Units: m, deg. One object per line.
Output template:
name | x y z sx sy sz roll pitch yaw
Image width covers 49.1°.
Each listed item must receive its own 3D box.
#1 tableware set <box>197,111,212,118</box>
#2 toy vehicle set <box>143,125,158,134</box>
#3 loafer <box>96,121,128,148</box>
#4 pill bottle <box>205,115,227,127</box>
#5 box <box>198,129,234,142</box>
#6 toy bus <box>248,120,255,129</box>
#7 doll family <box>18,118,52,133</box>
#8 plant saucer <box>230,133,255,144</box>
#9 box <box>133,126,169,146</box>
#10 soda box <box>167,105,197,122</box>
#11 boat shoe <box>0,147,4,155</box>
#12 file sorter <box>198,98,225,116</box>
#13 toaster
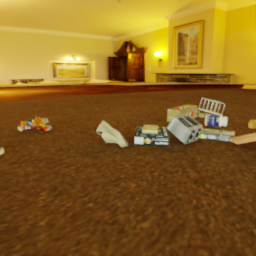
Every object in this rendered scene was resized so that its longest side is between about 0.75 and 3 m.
tableware set | 4.301 -0.861 16.992 1.541 0.179 1.287 -6 19 -43
toy vehicle set | 0.906 0.050 11.302 0.575 0.123 0.926 2 13 7
loafer | -0.641 0.343 10.770 0.588 0.652 1.722 -45 42 -8
pill bottle | 4.352 -0.343 13.868 1.009 0.584 0.584 6 14 24
box | 3.632 0.295 11.756 1.537 0.267 0.846 5 14 21
toy bus | 6.212 -0.202 13.894 0.361 0.301 0.923 5 14 29
doll family | -4.370 -0.203 12.893 1.629 0.734 1.011 4 13 16
plant saucer | 4.728 0.343 10.335 1.785 0.288 1.785 -11 -8 -1
box | 0.966 0.301 11.411 1.373 0.397 1.728 2 13 5
soda box | 3.041 -0.805 15.616 0.748 0.707 2.207 11 16 37
boat shoe | -5.068 0.667 9.257 1.759 0.560 0.622 0 15 -27
file sorter | 5.019 -1.263 16.827 0.859 0.770 1.237 11 8 -40
toaster | 2.224 0.006 11.115 1.072 0.704 1.186 -12 46 -47
